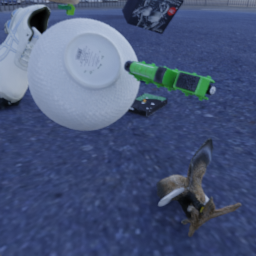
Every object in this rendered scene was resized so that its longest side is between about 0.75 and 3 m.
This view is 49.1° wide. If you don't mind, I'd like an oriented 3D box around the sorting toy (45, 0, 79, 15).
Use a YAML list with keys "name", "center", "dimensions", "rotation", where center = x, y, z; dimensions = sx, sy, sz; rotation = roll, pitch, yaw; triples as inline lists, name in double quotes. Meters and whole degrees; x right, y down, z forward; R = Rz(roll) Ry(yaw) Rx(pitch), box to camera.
- name: "sorting toy"
  center: [-1.569, -2.845, 5.796]
  dimensions: [1.080, 0.215, 1.461]
  rotation: [5, -14, 1]

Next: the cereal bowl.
- name: "cereal bowl"
  center: [-0.830, -1.223, 5.923]
  dimensions: [2.477, 2.477, 1.032]
  rotation: [-13, -5, -22]

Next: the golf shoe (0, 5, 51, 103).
- name: "golf shoe"
  center: [-2.900, -2.171, 7.770]
  dimensions: [1.415, 2.910, 1.139]
  rotation: [-5, -17, 38]

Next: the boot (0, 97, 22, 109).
- name: "boot"
  center: [-5.073, -1.203, 11.360]
  dimensions: [1.300, 0.587, 1.586]
  rotation: [-10, 29, -8]

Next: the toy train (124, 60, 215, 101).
- name: "toy train"
  center: [0.608, -0.881, 4.842]
  dimensions: [0.544, 0.402, 1.928]
  rotation: [10, 12, -44]

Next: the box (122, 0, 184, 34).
- name: "box"
  center: [0.923, -4.680, 10.751]
  dimensions: [1.735, 1.580, 0.903]
  rotation: [4, 53, -31]

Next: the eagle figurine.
- name: "eagle figurine"
  center: [1.363, 1.254, 6.127]
  dimensions: [1.515, 1.507, 1.997]
  rotation: [-9, 39, 5]

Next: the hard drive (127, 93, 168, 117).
- name: "hard drive"
  center: [0.720, -0.935, 11.088]
  dimensions: [1.097, 0.297, 1.570]
  rotation: [19, 34, 31]
